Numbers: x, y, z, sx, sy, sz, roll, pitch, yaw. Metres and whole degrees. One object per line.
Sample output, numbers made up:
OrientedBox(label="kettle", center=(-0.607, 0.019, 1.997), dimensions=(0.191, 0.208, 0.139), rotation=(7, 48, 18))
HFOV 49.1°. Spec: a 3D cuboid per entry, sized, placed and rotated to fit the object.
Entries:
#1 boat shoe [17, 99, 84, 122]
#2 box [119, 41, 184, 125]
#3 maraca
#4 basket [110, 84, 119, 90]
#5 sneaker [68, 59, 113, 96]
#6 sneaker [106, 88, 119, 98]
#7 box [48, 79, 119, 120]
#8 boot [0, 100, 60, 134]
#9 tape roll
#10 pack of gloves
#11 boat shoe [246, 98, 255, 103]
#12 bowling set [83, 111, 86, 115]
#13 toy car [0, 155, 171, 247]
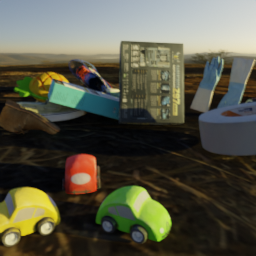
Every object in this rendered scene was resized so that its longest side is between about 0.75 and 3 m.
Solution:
OrientedBox(label="boat shoe", center=(-2.920, -0.677, 10.500), dimensions=(2.550, 0.791, 0.918), rotation=(-8, 15, -25))
OrientedBox(label="box", center=(0.799, -1.542, 9.820), dimensions=(2.241, 2.841, 0.725), rotation=(0, -3, -5))
OrientedBox(label="maraca", center=(-3.738, -1.780, 12.415), dimensions=(2.428, 1.299, 1.664), rotation=(2, 40, -8))
OrientedBox(label="basket", center=(-0.558, -1.576, 13.596), dimensions=(1.360, 0.925, 1.226), rotation=(21, -1, 41))
OrientedBox(label="sneaker", center=(-1.757, -2.333, 12.912), dimensions=(2.618, 0.986, 1.027), rotation=(39, 6, 11))
OrientedBox(label="sneaker", center=(-0.480, -1.178, 11.556), dimensions=(0.478, 0.766, 1.299), rotation=(18, 3, 35))
OrientedBox(label="box", center=(-1.460, -1.026, 10.395), dimensions=(2.845, 0.699, 1.171), rotation=(14, 12, -22))
OrientedBox(label="boot", center=(-3.106, -0.109, 8.702), dimensions=(2.390, 0.902, 0.880), rotation=(19, -16, 30))
OrientedBox(label="tape roll", center=(3.245, -0.066, 7.541), dimensions=(2.578, 0.852, 2.578), rotation=(-10, 11, 2))
OrientedBox(label="pack of gloves", center=(3.896, -1.682, 11.576), dimensions=(0.483, 2.447, 2.055), rotation=(13, 7, -44))
OrientedBox(label="boat shoe", center=(4.708, -0.818, 11.141), dimensions=(1.736, 0.805, 0.648), rotation=(6, 17, 19))
OrientedBox(label="bowling set", center=(-2.632, -1.141, 11.529), dimensions=(1.777, 1.236, 0.954), rotation=(-6, 27, -7))
OrientedBox(label="toy car", center=(-0.576, 1.149, 4.671), dimensions=(2.655, 0.629, 2.821), rotation=(7, 18, 25))
